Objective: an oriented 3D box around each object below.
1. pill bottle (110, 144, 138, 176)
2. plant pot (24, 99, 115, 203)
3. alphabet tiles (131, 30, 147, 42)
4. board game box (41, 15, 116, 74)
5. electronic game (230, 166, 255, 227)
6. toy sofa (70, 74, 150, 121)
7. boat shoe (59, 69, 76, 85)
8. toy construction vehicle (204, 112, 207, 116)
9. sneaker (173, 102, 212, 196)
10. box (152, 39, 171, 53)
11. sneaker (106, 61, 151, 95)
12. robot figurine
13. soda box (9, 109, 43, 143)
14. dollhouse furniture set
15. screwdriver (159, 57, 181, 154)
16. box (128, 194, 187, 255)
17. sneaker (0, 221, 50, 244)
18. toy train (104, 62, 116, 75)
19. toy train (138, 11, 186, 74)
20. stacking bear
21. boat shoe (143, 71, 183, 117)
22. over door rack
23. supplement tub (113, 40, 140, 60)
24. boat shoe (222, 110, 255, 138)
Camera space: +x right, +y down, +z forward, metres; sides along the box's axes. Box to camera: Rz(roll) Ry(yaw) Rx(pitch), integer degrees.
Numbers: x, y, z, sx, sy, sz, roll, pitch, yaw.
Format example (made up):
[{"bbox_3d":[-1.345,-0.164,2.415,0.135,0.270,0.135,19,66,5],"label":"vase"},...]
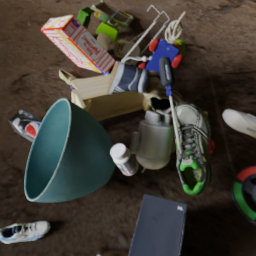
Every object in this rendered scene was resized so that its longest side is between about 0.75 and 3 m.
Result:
[{"bbox_3d":[-0.089,0.751,6.648,0.449,0.788,0.449,-15,46,16],"label":"pill bottle"},{"bbox_3d":[-1.396,0.789,7.586,1.807,2.684,2.684,22,44,-30],"label":"plant pot"},{"bbox_3d":[0.501,-3.767,11.356,0.693,0.829,0.031,-36,104,-8],"label":"alphabet tiles"},{"bbox_3d":[-1.912,-3.073,10.362,0.648,2.120,2.799,-51,33,-6],"label":"board game box"},{"bbox_3d":[4.014,1.992,8.150,2.029,0.422,2.029,0,52,0],"label":"electronic game"},{"bbox_3d":[-0.600,-1.070,9.888,2.783,1.152,1.358,-16,55,-22],"label":"toy sofa"},{"bbox_3d":[-2.422,-2.054,11.413,1.017,0.320,0.371,35,60,25],"label":"boat shoe"},{"bbox_3d":[2.347,-0.290,9.980,1.055,0.372,0.918,5,51,4],"label":"toy construction vehicle"},{"bbox_3d":[1.736,0.559,7.458,0.993,2.545,1.084,-10,4,23],"label":"sneaker"},{"bbox_3d":[1.569,-3.594,12.514,0.913,0.497,0.584,-20,54,-15],"label":"box"},{"bbox_3d":[-0.001,-1.342,8.402,1.106,2.039,0.715,12,82,-9],"label":"sneaker"},{"bbox_3d":[0.798,0.444,8.492,1.595,1.881,1.062,2,13,-24],"label":"robot figurine"},{"bbox_3d":[-2.964,0.161,9.394,2.058,0.728,0.652,26,59,20],"label":"soda box"},{"bbox_3d":[-1.160,-4.727,13.332,1.960,1.501,2.991,28,36,-4],"label":"dollhouse furniture set"},{"bbox_3d":[1.115,-0.631,7.408,0.384,0.368,2.639,2,77,-24],"label":"screwdriver"},{"bbox_3d":[0.641,2.831,6.604,1.064,1.812,1.782,12,52,10],"label":"box"},{"bbox_3d":[-2.778,2.774,7.507,1.330,0.482,0.478,-10,51,-9],"label":"sneaker"},{"bbox_3d":[-0.651,-1.832,10.813,0.721,0.950,1.663,17,49,-16],"label":"toy train"},{"bbox_3d":[1.493,-2.614,9.255,1.139,2.691,1.557,38,38,10],"label":"toy train"},{"bbox_3d":[2.048,0.310,9.175,1.672,1.015,0.951,36,98,12],"label":"stacking bear"},{"bbox_3d":[1.166,-0.808,9.191,0.984,2.634,0.901,-24,59,26],"label":"boat shoe"},{"bbox_3d":[0.729,-2.951,10.034,0.820,2.463,1.820,34,23,7],"label":"over door rack"},{"bbox_3d":[-0.059,-3.082,11.113,0.704,0.704,0.971,-31,35,-22],"label":"supplement tub"},{"bbox_3d":[4.209,-0.203,9.795,1.772,0.638,0.607,26,44,20],"label":"boat shoe"}]
